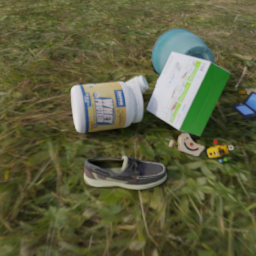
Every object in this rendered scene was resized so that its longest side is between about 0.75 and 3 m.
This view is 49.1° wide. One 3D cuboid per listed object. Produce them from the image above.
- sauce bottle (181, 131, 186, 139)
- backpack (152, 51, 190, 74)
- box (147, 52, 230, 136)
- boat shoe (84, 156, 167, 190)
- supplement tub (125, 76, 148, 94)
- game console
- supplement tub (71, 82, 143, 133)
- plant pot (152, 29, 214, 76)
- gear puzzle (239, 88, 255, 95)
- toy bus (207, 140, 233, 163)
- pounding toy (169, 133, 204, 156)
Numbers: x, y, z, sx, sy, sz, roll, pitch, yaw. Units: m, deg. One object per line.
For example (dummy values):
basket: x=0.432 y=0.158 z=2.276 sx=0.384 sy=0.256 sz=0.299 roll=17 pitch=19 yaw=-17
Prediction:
sauce bottle: x=2.126 y=0.394 z=10.505 sx=0.325 sy=0.325 sz=0.985 roll=3 pitch=34 yaw=4
backpack: x=2.439 y=-3.469 z=14.260 sx=2.094 sy=1.543 sz=2.293 roll=-8 pitch=20 yaw=-11
box: x=2.124 y=-1.324 z=10.528 sx=1.219 sy=2.522 sz=2.225 roll=15 pitch=13 yaw=-34
boat shoe: x=-0.081 y=1.321 z=8.783 sx=2.653 sy=0.872 sz=0.948 roll=-1 pitch=37 yaw=-1
supplement tub: x=0.300 y=-1.821 z=12.648 sx=1.073 sy=0.778 sz=0.778 roll=-25 pitch=32 yaw=20
game console: x=5.223 y=-0.991 z=12.061 sx=0.987 sy=0.684 sz=1.156 roll=-10 pitch=37 yaw=-15
supplement tub: x=-0.840 y=-0.825 z=10.777 sx=2.485 sy=1.797 sz=1.797 roll=-8 pitch=37 yaw=-15
plant pot: x=2.669 y=-3.172 z=13.058 sx=2.555 sy=2.555 sz=2.400 roll=-8 pitch=26 yaw=-10
gear puzzle: x=5.967 y=-1.675 z=13.448 sx=1.239 sy=0.162 sz=0.642 roll=-1 pitch=39 yaw=4
toy bus: x=3.035 y=0.807 z=9.421 sx=0.692 sy=0.734 sz=0.379 roll=35 pitch=36 yaw=31
pounding toy: x=2.042 y=0.553 z=9.887 sx=1.133 sy=0.648 sz=0.650 roll=20 pitch=-4 yaw=-5
